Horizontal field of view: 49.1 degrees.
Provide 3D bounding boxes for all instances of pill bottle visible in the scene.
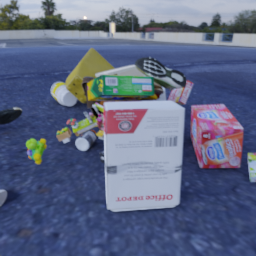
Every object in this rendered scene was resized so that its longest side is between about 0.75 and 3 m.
[{"bbox_3d":[-3.289,-1.717,14.463,0.996,0.996,1.771,-12,27,-27],"label":"pill bottle"},{"bbox_3d":[-1.408,0.391,9.690,0.498,0.498,0.938,6,22,14],"label":"pill bottle"}]

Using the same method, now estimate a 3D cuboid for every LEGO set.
[{"bbox_3d":[-1.262,-0.160,9.235,2.682,0.998,1.234,4,59,23],"label":"LEGO set"}]

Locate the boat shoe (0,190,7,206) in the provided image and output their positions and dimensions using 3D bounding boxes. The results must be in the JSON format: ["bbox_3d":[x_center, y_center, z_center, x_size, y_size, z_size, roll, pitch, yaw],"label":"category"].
[{"bbox_3d":[-3.316,1.734,6.329,0.528,0.425,1.138,14,25,13],"label":"boat shoe"}]

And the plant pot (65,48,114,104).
[{"bbox_3d":[-1.931,-2.313,13.650,1.892,1.879,1.935,-38,15,39],"label":"plant pot"}]

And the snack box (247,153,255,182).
[{"bbox_3d":[3.882,1.074,7.591,1.133,0.300,0.806,-3,48,18],"label":"snack box"}]

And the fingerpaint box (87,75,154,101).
[{"bbox_3d":[-0.266,-1.232,8.998,1.742,0.639,1.454,-3,-1,-26],"label":"fingerpaint box"}]

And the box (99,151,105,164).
[{"bbox_3d":[0.043,0.823,8.681,1.467,0.325,1.175,-18,22,-39],"label":"box"}]

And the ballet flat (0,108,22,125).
[{"bbox_3d":[-5.269,-0.402,11.038,2.112,0.702,0.600,-21,53,-20],"label":"ballet flat"}]

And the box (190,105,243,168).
[{"bbox_3d":[2.756,0.177,9.094,1.208,1.261,2.530,-1,21,6],"label":"box"}]

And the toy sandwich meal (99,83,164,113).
[{"bbox_3d":[0.171,-0.999,11.146,2.669,0.914,2.669,-11,-14,-3],"label":"toy sandwich meal"}]

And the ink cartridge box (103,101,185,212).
[{"bbox_3d":[0.305,0.611,6.543,1.729,2.355,0.976,-2,16,-8],"label":"ink cartridge box"}]

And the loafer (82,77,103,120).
[{"bbox_3d":[-1.355,-1.131,11.658,0.788,2.158,0.766,-1,41,27],"label":"loafer"}]

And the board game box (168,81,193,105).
[{"bbox_3d":[2.407,-1.574,13.184,0.324,1.061,1.401,25,-9,-16],"label":"board game box"}]

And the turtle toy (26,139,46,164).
[{"bbox_3d":[-2.621,0.599,7.911,0.446,0.883,0.643,14,59,-4],"label":"turtle toy"}]

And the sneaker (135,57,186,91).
[{"bbox_3d":[1.151,-1.941,10.982,2.235,0.990,0.859,22,58,-20],"label":"sneaker"}]

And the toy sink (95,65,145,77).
[{"bbox_3d":[-0.317,-2.132,12.732,1.942,1.088,1.266,-20,17,-27],"label":"toy sink"}]

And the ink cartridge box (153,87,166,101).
[{"bbox_3d":[0.617,-1.342,13.155,2.219,0.929,1.610,-8,20,5],"label":"ink cartridge box"}]
